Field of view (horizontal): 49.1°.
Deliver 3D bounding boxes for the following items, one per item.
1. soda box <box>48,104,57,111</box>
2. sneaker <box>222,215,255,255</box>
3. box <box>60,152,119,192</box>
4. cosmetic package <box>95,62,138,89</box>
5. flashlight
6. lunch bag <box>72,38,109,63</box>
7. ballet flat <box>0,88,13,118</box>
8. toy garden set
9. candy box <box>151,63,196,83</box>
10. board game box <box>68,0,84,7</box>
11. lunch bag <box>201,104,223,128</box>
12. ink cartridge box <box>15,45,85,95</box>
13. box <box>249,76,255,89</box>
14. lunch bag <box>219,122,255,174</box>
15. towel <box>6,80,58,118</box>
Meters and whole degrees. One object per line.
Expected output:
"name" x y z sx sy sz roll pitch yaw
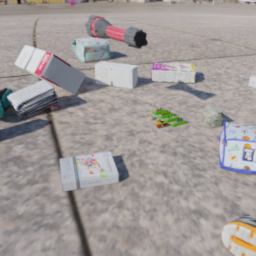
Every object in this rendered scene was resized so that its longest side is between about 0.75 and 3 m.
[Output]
"soda box" -3.193 -0.996 11.629 0.283 0.257 0.810 -15 32 -27
"sneaker" 2.869 2.181 5.005 2.190 0.857 0.846 23 25 33
"box" -1.071 1.141 7.517 1.444 0.297 1.126 -6 28 -13
"cosmetic package" -0.588 -2.638 13.949 2.032 1.033 0.752 11 30 22
"flashlight" -0.458 -3.207 9.327 0.789 0.792 2.331 -36 45 -28
"lunch bag" -2.529 -5.314 18.693 1.923 1.377 2.258 -16 37 -26
"ballet flat" -5.196 -0.877 10.859 0.934 0.928 2.731 -12 19 -3
"toy garden set" 1.305 -0.423 10.511 1.153 0.276 1.383 -14 31 -25
"candy box" 2.388 -2.946 14.882 2.235 0.682 1.524 4 27 6
"board game box" -1.931 -5.173 10.564 0.953 0.953 0.123 -22 54 3
"lunch bag" 3.077 -0.447 10.146 0.545 0.656 0.782 -8 29 -14
"ink cartridge box" -3.649 -2.712 12.995 2.734 1.140 1.986 27 0 42
"box" 7.237 -2.486 14.194 2.602 0.503 0.539 -13 30 -24
"lunch bag" 3.275 0.617 7.853 1.338 0.974 1.574 7 42 14
"towel" -3.773 -1.159 11.192 1.742 0.746 1.443 -31 36 -21
